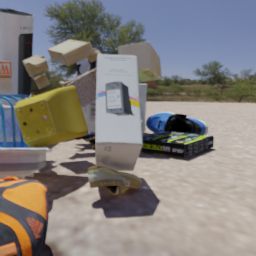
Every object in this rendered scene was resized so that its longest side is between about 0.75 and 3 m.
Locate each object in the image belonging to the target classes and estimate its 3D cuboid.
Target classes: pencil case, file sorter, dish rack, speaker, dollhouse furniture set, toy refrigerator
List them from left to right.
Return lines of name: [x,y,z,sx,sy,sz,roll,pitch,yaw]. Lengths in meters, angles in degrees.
dish rack: [-2.716,0.630,4.831,2.653,0.578,2.277,1,-5,-12]
file sorter: [-3.593,-0.012,7.202,1.870,1.653,2.695,0,7,-5]
pencil case: [-3.898,-0.149,9.429,2.958,1.342,1.230,3,3,14]
speaker: [-3.704,-2.257,9.033,1.181,2.908,1.181,9,24,-4]
dollhouse furniture set: [-1.302,-1.021,7.563,2.035,2.387,1.165,-32,33,-22]
toy refrigerator: [0.471,-2.019,9.142,0.946,0.872,2.491,-5,1,13]

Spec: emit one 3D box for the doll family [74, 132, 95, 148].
doll family: [-0.786,0.208,8.574,1.913,0.751,1.106,-24,-4,19]

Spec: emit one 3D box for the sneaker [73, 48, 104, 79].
sneaker: [-1.286,-1.713,9.732,0.805,2.133,1.214,12,2,37]

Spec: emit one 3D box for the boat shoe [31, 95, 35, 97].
boat shoe: [-4.337,-1.075,15.221,2.537,0.935,0.878,31,-5,-30]

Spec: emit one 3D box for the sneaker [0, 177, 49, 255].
sneaker: [-1.936,0.769,3.055,2.716,1.054,1.522,30,9,34]

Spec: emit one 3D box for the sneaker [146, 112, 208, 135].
sneaker: [1.507,-0.102,10.397,2.561,0.983,1.424,14,6,36]

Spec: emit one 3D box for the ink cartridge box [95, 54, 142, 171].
ink cartridge box: [-0.214,-0.237,5.060,0.756,1.766,1.303,0,-27,-6]

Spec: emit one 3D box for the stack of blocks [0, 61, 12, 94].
stack of blocks: [-4.274,-1.180,6.357,1.538,0.782,2.671,12,16,34]

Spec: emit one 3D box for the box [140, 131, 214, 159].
box: [1.332,0.444,8.379,1.830,0.450,1.895,8,10,37]

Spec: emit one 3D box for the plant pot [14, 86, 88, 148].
plant pot: [-1.547,-0.179,5.428,1.081,1.074,1.105,-15,4,10]

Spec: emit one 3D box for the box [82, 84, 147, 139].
box: [-0.506,-0.743,11.060,1.436,2.057,2.701,6,9,30]

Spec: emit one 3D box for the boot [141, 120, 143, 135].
boot: [0.054,0.062,10.189,0.555,0.722,1.510,5,10,30]

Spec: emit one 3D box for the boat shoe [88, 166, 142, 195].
boat shoe: [-0.217,0.930,4.675,1.118,0.371,0.414,21,-29,-37]
